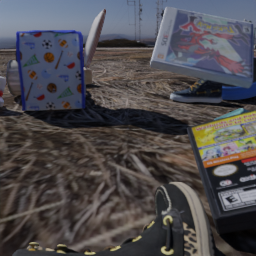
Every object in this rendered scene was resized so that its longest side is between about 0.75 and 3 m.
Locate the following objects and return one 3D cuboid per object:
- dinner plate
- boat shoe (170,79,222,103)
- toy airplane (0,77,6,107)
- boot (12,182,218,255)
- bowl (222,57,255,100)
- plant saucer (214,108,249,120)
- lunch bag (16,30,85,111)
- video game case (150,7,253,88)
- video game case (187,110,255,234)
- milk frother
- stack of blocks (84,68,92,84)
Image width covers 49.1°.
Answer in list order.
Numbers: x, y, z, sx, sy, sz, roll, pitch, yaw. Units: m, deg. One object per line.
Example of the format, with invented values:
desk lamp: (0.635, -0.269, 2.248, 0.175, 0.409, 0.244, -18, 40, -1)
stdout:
dinner plate: (-1.184, -3.031, 9.537, 0.256, 2.113, 2.113, 20, 18, -8)
boat shoe: (2.600, -1.467, 10.657, 1.934, 0.878, 0.684, 2, 19, 6)
toy airplane: (-5.410, -1.476, 8.896, 2.898, 2.045, 2.885, 9, 23, 12)
boot: (-0.108, 1.333, 2.766, 1.819, 0.884, 2.416, 1, 25, 0)
bowl: (4.492, -2.114, 11.474, 2.686, 0.527, 2.686, -14, 35, 10)
plant saucer: (2.810, 0.065, 6.379, 1.005, 0.273, 2.875, -23, 16, 4)
lunch bag: (-2.586, -2.018, 9.666, 2.189, 2.575, 1.595, -5, 20, -11)
video game case: (2.112, -2.320, 7.745, 2.617, 0.301, 2.385, 13, 59, 4)
video game case: (2.623, 0.352, 4.586, 2.956, 0.377, 2.672, -15, 25, 10)
milk frother: (-3.498, -2.321, 11.876, 2.321, 2.227, 2.467, 1, -8, -1)
stack of blocks: (-3.256, -2.494, 13.776, 2.535, 0.743, 1.460, -14, 24, -34)
